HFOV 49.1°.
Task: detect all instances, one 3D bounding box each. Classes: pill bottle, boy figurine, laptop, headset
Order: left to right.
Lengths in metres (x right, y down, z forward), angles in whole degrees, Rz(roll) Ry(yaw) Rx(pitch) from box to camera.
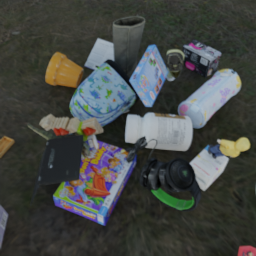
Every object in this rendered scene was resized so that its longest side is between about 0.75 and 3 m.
[{"bbox_3d":[-2.124,1.243,8.378,1.782,1.033,1.669,-9,45,5],"label":"laptop"},{"bbox_3d":[-1.507,0.567,9.398,0.896,0.537,0.537,-17,50,-2],"label":"pill bottle"},{"bbox_3d":[1.043,0.116,9.975,2.209,1.263,1.263,5,49,-5],"label":"pill bottle"},{"bbox_3d":[0.934,1.465,8.002,1.739,2.816,1.323,-5,33,46],"label":"headset"},{"bbox_3d":[3.089,0.603,8.640,0.814,1.309,0.422,40,53,-19],"label":"boy figurine"}]

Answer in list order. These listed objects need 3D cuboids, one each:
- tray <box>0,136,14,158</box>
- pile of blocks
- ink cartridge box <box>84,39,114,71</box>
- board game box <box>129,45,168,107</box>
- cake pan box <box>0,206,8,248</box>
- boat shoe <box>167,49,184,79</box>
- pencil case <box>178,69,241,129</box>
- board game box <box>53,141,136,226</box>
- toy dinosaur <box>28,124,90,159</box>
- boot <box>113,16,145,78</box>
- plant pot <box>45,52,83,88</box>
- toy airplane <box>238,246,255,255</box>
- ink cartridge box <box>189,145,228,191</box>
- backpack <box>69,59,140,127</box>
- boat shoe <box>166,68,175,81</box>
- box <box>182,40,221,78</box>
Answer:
[{"bbox_3d":[-4.677,0.742,10.341,0.444,0.167,0.901,19,52,15],"label":"tray"},{"bbox_3d":[-1.854,0.112,8.918,2.031,0.834,0.631,5,43,5],"label":"pile of blocks"},{"bbox_3d":[-1.123,-3.381,13.607,1.587,0.323,1.590,25,85,19],"label":"ink cartridge box"},{"bbox_3d":[0.801,-1.864,10.104,0.325,1.345,1.779,4,55,37],"label":"board game box"},{"bbox_3d":[-3.938,2.784,7.387,0.550,1.938,2.105,-2,50,-1],"label":"cake pan box"},{"bbox_3d":[1.827,-2.403,10.704,0.630,1.762,0.579,0,79,13],"label":"boat shoe"},{"bbox_3d":[3.306,-1.213,11.245,2.965,1.345,1.232,-39,87,-27],"label":"pencil case"},{"bbox_3d":[-0.984,1.647,9.131,1.721,0.573,2.559,17,46,14],"label":"board game box"},{"bbox_3d":[-2.191,0.672,8.907,2.474,1.090,0.587,17,19,20],"label":"toy dinosaur"},{"bbox_3d":[-0.486,-3.081,11.826,2.589,2.847,1.033,-30,66,-22],"label":"boot"},{"bbox_3d":[-2.746,-2.424,12.408,1.305,1.425,1.425,21,50,-3],"label":"plant pot"},{"bbox_3d":[2.480,4.316,6.971,2.702,0.497,2.702,0,65,1],"label":"toy airplane"},{"bbox_3d":[2.568,1.383,9.354,1.273,0.797,0.818,-36,58,-27],"label":"ink cartridge box"},{"bbox_3d":[-1.023,-1.196,10.924,2.707,2.081,2.208,-41,95,-14],"label":"backpack"},{"bbox_3d":[1.854,-2.596,11.876,0.463,0.399,1.285,5,65,19],"label":"boat shoe"},{"bbox_3d":[3.414,-3.304,13.268,0.906,1.044,1.580,-36,58,-27],"label":"box"}]
